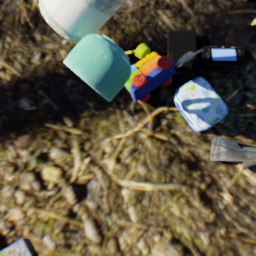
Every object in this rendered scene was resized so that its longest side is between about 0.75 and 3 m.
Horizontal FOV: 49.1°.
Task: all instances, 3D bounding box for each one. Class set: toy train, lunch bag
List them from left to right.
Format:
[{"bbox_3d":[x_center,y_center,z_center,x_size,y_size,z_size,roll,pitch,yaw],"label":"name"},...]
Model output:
[{"bbox_3d":[0.952,-2.387,9.915,2.916,1.234,1.687,-36,66,-8],"label":"toy train"},{"bbox_3d":[2.445,-0.784,9.693,1.359,0.697,1.690,-34,79,-9],"label":"lunch bag"}]

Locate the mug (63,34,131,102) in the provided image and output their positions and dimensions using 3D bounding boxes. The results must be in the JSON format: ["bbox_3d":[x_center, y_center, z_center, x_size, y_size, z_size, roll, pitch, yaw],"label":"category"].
[{"bbox_3d":[-0.721,-1.629,7.118,1.144,1.849,1.520,-49,124,3],"label":"mug"}]

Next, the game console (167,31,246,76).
[{"bbox_3d":[2.878,-2.773,10.349,2.858,0.345,1.686,1,77,0],"label":"game console"}]

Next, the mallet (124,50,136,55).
[{"bbox_3d":[0.044,-2.863,10.447,1.350,0.278,0.444,-18,73,-9],"label":"mallet"}]

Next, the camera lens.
[{"bbox_3d":[-1.140,-3.405,7.240,2.092,1.673,1.673,-36,76,32],"label":"camera lens"}]

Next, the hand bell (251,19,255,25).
[{"bbox_3d":[5.529,-3.676,10.498,1.597,0.831,0.831,40,80,-5],"label":"hand bell"}]

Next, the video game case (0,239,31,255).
[{"bbox_3d":[-3.398,4.305,8.613,0.988,0.123,1.380,-27,77,-29],"label":"video game case"}]

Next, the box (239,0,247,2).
[{"bbox_3d":[4.394,-5.481,10.693,0.752,0.916,0.760,14,78,3],"label":"box"}]

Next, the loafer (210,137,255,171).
[{"bbox_3d":[3.865,1.011,9.267,2.339,0.851,0.845,16,85,14],"label":"loafer"}]
